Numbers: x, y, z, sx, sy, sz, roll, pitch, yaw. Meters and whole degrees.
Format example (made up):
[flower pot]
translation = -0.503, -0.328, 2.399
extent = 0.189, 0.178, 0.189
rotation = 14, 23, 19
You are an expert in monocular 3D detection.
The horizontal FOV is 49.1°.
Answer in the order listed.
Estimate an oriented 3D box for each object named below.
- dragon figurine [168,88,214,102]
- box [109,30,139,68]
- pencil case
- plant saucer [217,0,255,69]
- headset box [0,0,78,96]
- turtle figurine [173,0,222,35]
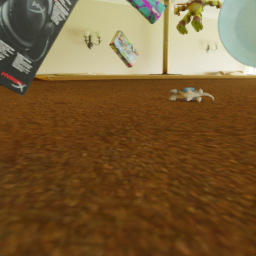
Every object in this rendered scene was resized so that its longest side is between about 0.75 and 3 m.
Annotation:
[dragon figurine]
translation = 2.862, -1.529, 12.777
extent = 2.003, 0.590, 0.996
rotation = -5, 14, -16
[box]
translation = -0.119, -2.744, 9.814
extent = 0.207, 0.655, 1.191
rotation = 10, -23, 42
[pencil case]
translation = 0.292, -3.124, 6.719
extent = 1.340, 0.570, 0.619
rotation = 29, 20, -35
[plant saucer]
translation = 3.189, -2.422, 6.464
extent = 2.191, 2.191, 0.422
rotation = 3, 3, 13
[headset box]
translation = -2.187, -2.365, 4.893
extent = 1.115, 2.887, 2.149
rotation = 24, -6, 30
[turtle figurine]
translation = 2.184, -3.657, 8.657
extent = 1.986, 0.640, 1.602
rotation = 8, 60, 28
